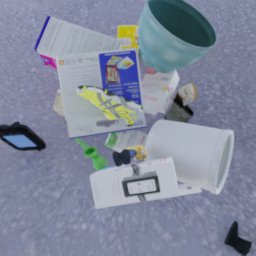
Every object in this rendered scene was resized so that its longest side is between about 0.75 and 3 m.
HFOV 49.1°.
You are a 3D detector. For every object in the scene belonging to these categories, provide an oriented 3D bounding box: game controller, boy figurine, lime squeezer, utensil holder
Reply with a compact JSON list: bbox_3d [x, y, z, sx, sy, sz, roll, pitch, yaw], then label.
[{"bbox_3d":[-3.505,0.366,9.137,1.106,2.120,0.446,-12,68,0],"label":"game controller"},{"bbox_3d":[0.088,0.742,7.715,0.900,1.447,0.466,-16,83,23],"label":"boy figurine"},{"bbox_3d":[-1.043,1.004,9.165,0.466,0.872,2.470,-41,70,-3],"label":"lime squeezer"},{"bbox_3d":[1.888,0.791,8.733,2.269,1.928,1.928,13,54,28],"label":"utensil holder"}]

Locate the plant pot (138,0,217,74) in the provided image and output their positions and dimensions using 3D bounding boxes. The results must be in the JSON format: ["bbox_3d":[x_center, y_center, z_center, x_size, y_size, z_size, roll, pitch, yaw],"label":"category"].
[{"bbox_3d":[1.343,-2.892,9.207,2.535,1.699,2.535,16,50,-20],"label":"plant pot"}]

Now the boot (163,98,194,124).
[{"bbox_3d":[2.050,-0.142,10.037,0.610,1.176,1.800,-30,69,-31],"label":"boot"}]

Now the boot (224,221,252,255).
[{"bbox_3d":[3.287,3.268,8.251,0.687,0.310,0.838,25,65,20],"label":"boot"}]

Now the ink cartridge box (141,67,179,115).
[{"bbox_3d":[1.013,-1.289,10.531,1.145,0.663,1.965,15,71,30],"label":"ink cartridge box"}]

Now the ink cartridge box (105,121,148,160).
[{"bbox_3d":[-0.052,0.437,9.763,1.249,0.525,0.912,27,64,-7],"label":"ink cartridge box"}]

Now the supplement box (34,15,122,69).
[{"bbox_3d":[-1.793,-2.818,10.540,2.849,1.442,1.472,18,79,1],"label":"supplement box"}]

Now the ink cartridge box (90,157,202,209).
[{"bbox_3d":[0.485,1.354,7.381,2.600,1.508,0.882,-11,87,8],"label":"ink cartridge box"}]

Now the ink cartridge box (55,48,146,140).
[{"bbox_3d":[-0.872,-1.166,9.386,2.680,0.637,2.712,-8,99,-12],"label":"ink cartridge box"}]

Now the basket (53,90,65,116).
[{"bbox_3d":[-2.096,-0.824,10.707,1.318,0.893,0.813,16,78,9],"label":"basket"}]

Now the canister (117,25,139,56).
[{"bbox_3d":[0.672,-4.115,13.164,2.295,0.993,1.705,0,54,1],"label":"canister"}]

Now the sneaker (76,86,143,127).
[{"bbox_3d":[-0.620,-0.706,8.792,2.179,0.821,0.832,22,95,-13],"label":"sneaker"}]

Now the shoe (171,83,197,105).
[{"bbox_3d":[2.091,-1.165,10.558,0.491,1.840,0.643,-20,81,-11],"label":"shoe"}]
